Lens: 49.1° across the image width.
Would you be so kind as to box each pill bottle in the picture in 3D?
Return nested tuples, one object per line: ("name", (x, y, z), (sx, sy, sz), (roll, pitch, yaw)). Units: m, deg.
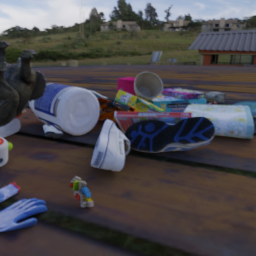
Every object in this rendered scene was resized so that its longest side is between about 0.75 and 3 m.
("pill bottle", (-2.548, -0.808, 10.544), (1.643, 1.643, 2.961), (-14, 21, -40))

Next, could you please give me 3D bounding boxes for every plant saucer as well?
("plant saucer", (5.334, -0.880, 12.668), (1.712, 0.235, 1.712), (-11, 19, 4))

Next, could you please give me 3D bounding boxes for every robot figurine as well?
("robot figurine", (-0.507, -0.554, 10.703), (2.430, 0.707, 1.761), (15, -11, 41))

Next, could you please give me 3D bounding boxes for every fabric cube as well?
("fabric cube", (0.240, -2.216, 16.163), (1.269, 1.249, 1.273), (12, 20, 32))

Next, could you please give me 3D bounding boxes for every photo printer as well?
("photo printer", (-4.835, -0.037, 9.802), (1.585, 0.550, 1.319), (3, 14, 12))

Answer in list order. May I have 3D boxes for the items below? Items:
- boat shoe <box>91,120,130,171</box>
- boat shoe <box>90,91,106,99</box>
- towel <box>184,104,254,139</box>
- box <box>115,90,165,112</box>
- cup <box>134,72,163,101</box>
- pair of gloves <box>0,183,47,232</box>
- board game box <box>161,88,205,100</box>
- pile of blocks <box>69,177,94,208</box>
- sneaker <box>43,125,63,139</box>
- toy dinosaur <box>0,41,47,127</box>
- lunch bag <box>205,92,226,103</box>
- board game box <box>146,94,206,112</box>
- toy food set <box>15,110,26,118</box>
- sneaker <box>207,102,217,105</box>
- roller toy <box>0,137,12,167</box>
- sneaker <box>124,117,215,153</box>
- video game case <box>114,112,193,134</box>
("boat shoe", (-0.403, 0.482, 7.721), (0.897, 0.911, 2.570), (21, 13, -7))
("boat shoe", (-1.683, -1.149, 12.847), (2.543, 0.926, 0.786), (17, 18, 28))
("towel", (3.337, -0.308, 10.614), (2.500, 0.703, 2.920), (2, 16, 19))
("box", (0.505, -0.953, 12.041), (1.442, 0.595, 2.458), (23, 3, -26))
("cup", (0.817, -1.766, 12.840), (1.311, 1.311, 0.938), (-4, -18, -15))
("pair of gloves", (-2.455, 1.490, 5.188), (1.835, 0.209, 1.476), (13, 21, 39))
("board game box", (2.670, -1.728, 13.984), (1.211, 0.326, 2.018), (-14, 21, -29))
("pile of blocks", (-0.948, 1.248, 5.488), (0.241, 0.318, 0.775), (-1, 32, -43))
("sneaker", (-2.435, 0.101, 9.139), (0.331, 0.387, 0.888), (-33, -20, 8))
("toy dinosaur", (-2.274, -0.618, 5.154), (1.095, 1.455, 2.846), (11, 45, 7))
("lunch bag", (4.822, -1.705, 15.605), (0.960, 0.564, 0.787), (-4, 16, -31))
("board game box", (2.213, -1.276, 14.000), (2.653, 0.622, 2.002), (-3, 16, -12))
("toy food set", (-4.410, -0.535, 9.952), (1.460, 0.359, 1.475), (-4, 11, -28))
("sneaker", (4.216, -1.135, 13.963), (0.329, 0.312, 0.802), (-4, -7, 44))
("roller toy", (-3.586, 0.655, 7.239), (0.947, 0.662, 0.864), (10, 22, 0))
("sneaker", (1.180, 0.332, 8.269), (2.682, 1.016, 1.033), (-2, -20, 20))
("video game case", (0.849, -0.107, 8.956), (2.320, 0.202, 1.659), (1, -20, 10))
